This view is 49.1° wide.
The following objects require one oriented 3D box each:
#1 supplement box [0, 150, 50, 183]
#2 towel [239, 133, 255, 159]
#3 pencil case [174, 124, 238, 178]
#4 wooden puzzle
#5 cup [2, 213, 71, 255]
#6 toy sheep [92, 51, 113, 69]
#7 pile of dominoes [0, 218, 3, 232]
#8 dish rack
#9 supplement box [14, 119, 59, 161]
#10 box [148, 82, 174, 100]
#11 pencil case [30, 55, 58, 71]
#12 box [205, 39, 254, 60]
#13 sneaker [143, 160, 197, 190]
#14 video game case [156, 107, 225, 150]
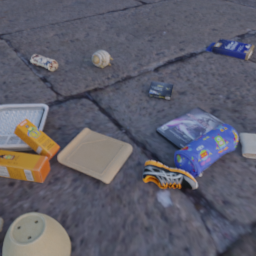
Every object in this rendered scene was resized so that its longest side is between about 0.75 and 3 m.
[{"bbox_3d":[-3.015,1.025,7.601,1.641,0.565,0.546,9,40,8],"label":"supplement box"},{"bbox_3d":[4.120,0.572,8.379,1.470,0.253,0.974,7,39,9],"label":"towel"},{"bbox_3d":[2.208,0.637,7.822,2.057,0.803,0.893,-28,72,-29],"label":"pencil case"},{"bbox_3d":[-0.931,0.778,8.120,1.683,0.313,1.557,22,44,17],"label":"wooden puzzle"},{"bbox_3d":[-1.933,2.302,5.707,1.388,0.993,1.388,0,39,0],"label":"cup"},{"bbox_3d":[-1.155,-3.044,12.372,0.806,0.806,1.168,23,29,25],"label":"toy sheep"},{"bbox_3d":[-4.112,2.956,5.578,2.284,0.467,2.931,10,49,11],"label":"pile of dominoes"},{"bbox_3d":[-3.545,0.020,8.863,1.854,0.470,2.161,-2,40,-1],"label":"dish rack"},{"bbox_3d":[-2.564,0.336,7.854,1.262,0.434,0.420,39,46,-1],"label":"supplement box"},{"bbox_3d":[1.253,-1.420,10.692,0.880,0.224,0.694,11,52,12],"label":"box"},{"bbox_3d":[-3.721,-2.871,12.333,1.222,0.475,0.547,22,36,24],"label":"pencil case"},{"bbox_3d":[4.963,-3.892,13.692,2.055,0.333,1.245,20,44,24],"label":"box"},{"bbox_3d":[1.055,1.347,7.277,1.468,0.574,0.567,15,58,21],"label":"sneaker"},{"bbox_3d":[2.117,0.067,9.029,2.020,0.192,1.443,-27,47,-28],"label":"video game case"}]
